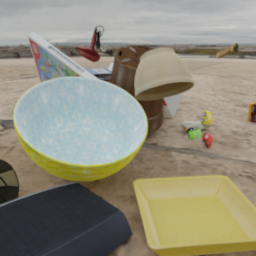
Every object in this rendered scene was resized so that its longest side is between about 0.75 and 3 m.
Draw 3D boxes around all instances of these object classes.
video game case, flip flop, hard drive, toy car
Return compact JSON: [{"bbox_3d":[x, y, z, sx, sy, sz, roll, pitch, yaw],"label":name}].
[{"bbox_3d":[-1.866,-1.404,8.826,2.993,2.140,0.261,38,63,16],"label":"video game case"},{"bbox_3d":[-3.186,1.421,4.898,0.839,1.182,2.916,-6,18,32],"label":"flip flop"},{"bbox_3d":[-1.491,1.728,4.454,2.771,0.586,1.869,-16,24,-40],"label":"hard drive"},{"bbox_3d":[2.209,0.136,8.377,1.121,1.192,0.266,-16,15,-40],"label":"toy car"}]

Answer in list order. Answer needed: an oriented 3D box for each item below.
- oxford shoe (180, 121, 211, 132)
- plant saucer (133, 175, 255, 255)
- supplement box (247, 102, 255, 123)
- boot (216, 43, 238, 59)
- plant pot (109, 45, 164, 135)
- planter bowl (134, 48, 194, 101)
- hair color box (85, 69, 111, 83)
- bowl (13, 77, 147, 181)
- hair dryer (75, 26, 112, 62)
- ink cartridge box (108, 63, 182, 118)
[{"bbox_3d":[2.503,-0.011,10.248,1.276,0.480,0.368,0,58,-24],"label":"oxford shoe"},{"bbox_3d":[1.205,1.582,5.081,2.048,0.496,2.048,-2,17,-6],"label":"plant saucer"},{"bbox_3d":[5.668,-0.601,11.374,1.106,0.745,1.122,-15,24,-39],"label":"supplement box"},{"bbox_3d":[3.641,-2.758,10.359,0.798,0.264,0.699,-23,19,44],"label":"boot"},{"bbox_3d":[0.290,-1.344,9.416,2.331,2.308,2.331,6,41,-5],"label":"plant pot"},{"bbox_3d":[0.843,-1.409,7.202,1.521,1.024,1.521,-10,-7,-1],"label":"planter bowl"},{"bbox_3d":[-1.243,-1.197,10.822,1.032,2.084,0.632,-12,35,-41],"label":"hair color box"},{"bbox_3d":[-1.131,0.248,6.704,2.943,1.584,2.943,8,42,-8],"label":"bowl"},{"bbox_3d":[-1.085,-2.457,8.437,0.335,0.940,1.235,-2,28,48],"label":"hair dryer"},{"bbox_3d":[0.571,-1.626,12.100,2.894,1.212,2.088,12,-23,33],"label":"ink cartridge box"}]
